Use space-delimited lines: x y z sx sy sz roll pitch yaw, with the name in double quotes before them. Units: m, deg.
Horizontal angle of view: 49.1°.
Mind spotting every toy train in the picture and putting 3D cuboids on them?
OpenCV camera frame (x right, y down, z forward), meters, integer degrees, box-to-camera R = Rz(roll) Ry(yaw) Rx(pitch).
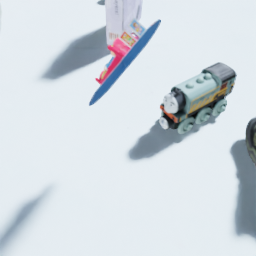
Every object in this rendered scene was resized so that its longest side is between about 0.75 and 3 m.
"toy train" 1.714 -0.758 6.956 2.221 1.266 0.947 -26 51 -23

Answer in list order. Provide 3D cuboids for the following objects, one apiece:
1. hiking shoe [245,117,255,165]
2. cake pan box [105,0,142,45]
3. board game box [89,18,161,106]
"hiking shoe" 3.358 0.574 5.630 1.043 1.386 2.754 -8 48 -8
"cake pan box" -0.084 -4.548 9.543 0.700 2.674 2.463 12 49 10
"board game box" -0.188 -1.207 4.854 0.365 1.480 1.873 41 98 -3
